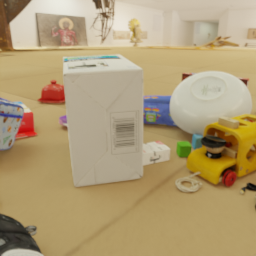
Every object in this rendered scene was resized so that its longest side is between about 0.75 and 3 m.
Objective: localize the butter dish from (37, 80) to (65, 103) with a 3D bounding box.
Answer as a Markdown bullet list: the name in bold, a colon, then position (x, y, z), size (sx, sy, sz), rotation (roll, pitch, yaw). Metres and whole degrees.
- **butter dish**: position (-3.518, -1.777, 13.336), size (1.360, 1.008, 1.364), rotation (2, 21, 8)

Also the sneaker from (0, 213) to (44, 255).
- **sneaker**: position (-2.310, 1.882, 3.811), size (2.279, 0.860, 1.297), rotation (-2, 19, -23)

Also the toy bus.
- **toy bus**: position (2.474, 0.414, 6.953), size (2.474, 1.355, 2.622), rotation (3, 20, 9)

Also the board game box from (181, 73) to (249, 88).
- **board game box**: position (3.640, -1.554, 12.119), size (2.785, 1.434, 0.271), rotation (12, 25, 30)

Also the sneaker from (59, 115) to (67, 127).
- **sneaker**: position (-1.602, -0.603, 10.312), size (2.085, 0.922, 0.838), rotation (-17, 27, -36)

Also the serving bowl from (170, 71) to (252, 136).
- **serving bowl**: position (2.520, -0.956, 8.742), size (2.532, 0.833, 2.532), rotation (-9, 49, 11)

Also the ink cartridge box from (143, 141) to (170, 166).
- **ink cartridge box**: position (0.623, 0.684, 7.652), size (0.855, 0.363, 0.623), rotation (-7, 22, -22)

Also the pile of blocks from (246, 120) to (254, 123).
- **pile of blocks**: position (3.384, -0.683, 9.452), size (0.847, 1.119, 2.726), rotation (-34, 32, 3)

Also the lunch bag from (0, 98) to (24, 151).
- **lunch bag**: position (-3.583, -0.127, 7.630), size (0.710, 1.506, 1.879), rotation (21, -1, 2)

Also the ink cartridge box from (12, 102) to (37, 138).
- **ink cartridge box**: position (-4.015, -0.296, 9.666), size (1.206, 0.698, 2.076), rotation (-9, 23, -33)

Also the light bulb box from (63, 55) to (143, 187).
- **light bulb box**: position (-0.739, -0.396, 7.200), size (1.678, 2.665, 2.689), rotation (-5, 22, -11)

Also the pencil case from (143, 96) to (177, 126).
- **pencil case**: position (1.253, -0.689, 10.153), size (2.828, 1.228, 1.104), rotation (4, 55, 13)

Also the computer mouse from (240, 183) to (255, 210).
- **computer mouse**: position (2.715, 1.420, 5.855), size (0.722, 0.237, 1.029), rotation (12, 23, 27)
